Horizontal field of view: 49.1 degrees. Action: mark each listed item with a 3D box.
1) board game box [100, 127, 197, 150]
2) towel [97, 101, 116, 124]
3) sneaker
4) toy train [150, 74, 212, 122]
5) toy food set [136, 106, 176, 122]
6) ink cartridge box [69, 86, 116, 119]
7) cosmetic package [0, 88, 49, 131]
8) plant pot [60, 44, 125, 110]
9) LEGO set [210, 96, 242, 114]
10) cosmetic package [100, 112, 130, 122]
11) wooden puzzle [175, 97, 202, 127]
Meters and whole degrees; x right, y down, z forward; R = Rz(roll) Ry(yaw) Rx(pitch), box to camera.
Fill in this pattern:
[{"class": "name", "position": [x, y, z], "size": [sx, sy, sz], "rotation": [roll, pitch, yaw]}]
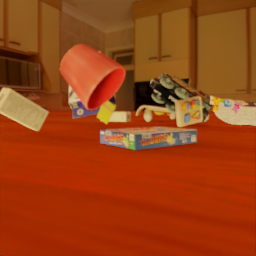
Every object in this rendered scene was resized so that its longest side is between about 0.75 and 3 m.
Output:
[{"class": "board game box", "position": [0.450, 0.186, 6.026], "size": [1.760, 0.303, 1.192], "rotation": [-3, 5, -38]}, {"class": "towel", "position": [-0.874, -0.643, 11.100], "size": [0.116, 0.551, 1.281], "rotation": [-50, -4, -36]}, {"class": "sneaker", "position": [5.084, -0.641, 12.153], "size": [1.089, 1.075, 2.742], "rotation": [-9, 19, -33]}, {"class": "toy train", "position": [2.295, -1.319, 11.986], "size": [2.848, 1.213, 1.623], "rotation": [36, 38, 13]}, {"class": "toy food set", "position": [1.890, -0.659, 15.131], "size": [2.808, 0.848, 2.015], "rotation": [9, 5, 7]}, {"class": "ink cartridge box", "position": [-1.532, -1.507, 11.743], "size": [1.967, 1.971, 0.400], "rotation": [-12, -26, 9]}, {"class": "cosmetic package", "position": [-2.943, -0.488, 7.732], "size": [0.476, 0.674, 1.302], "rotation": [14, -17, 41]}, {"class": "plant pot", "position": [-1.325, -1.850, 9.720], "size": [1.678, 1.896, 1.896], "rotation": [43, 16, 12]}, {"class": "LEGO set", "position": [2.736, -0.634, 8.207], "size": [0.383, 0.412, 1.003], "rotation": [1, 17, -43]}, {"class": "cosmetic package", "position": [-0.676, -0.608, 15.091], "size": [1.479, 0.540, 0.766], "rotation": [2, 5, 19]}, {"class": "wooden puzzle", "position": [1.943, -0.504, 8.783], "size": [0.905, 0.839, 0.210], "rotation": [-13, 14, -19]}]
